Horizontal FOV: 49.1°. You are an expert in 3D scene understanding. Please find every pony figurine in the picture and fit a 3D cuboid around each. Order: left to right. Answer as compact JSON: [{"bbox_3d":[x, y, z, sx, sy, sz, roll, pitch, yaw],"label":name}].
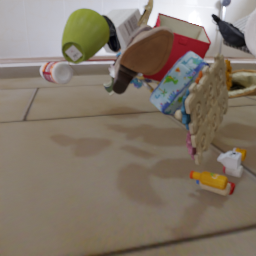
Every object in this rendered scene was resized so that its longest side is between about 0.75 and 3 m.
[{"bbox_3d":[0.344,-2.054,10.059,1.853,1.543,1.789,31,15,-37],"label":"pony figurine"}]

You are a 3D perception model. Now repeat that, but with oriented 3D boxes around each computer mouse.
[{"bbox_3d":[3.025,-2.752,8.256,1.126,0.429,1.627,20,32,-21],"label":"computer mouse"}]

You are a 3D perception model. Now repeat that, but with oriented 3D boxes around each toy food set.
[{"bbox_3d":[2.260,1.067,6.952,0.817,0.867,1.815,12,31,34],"label":"toy food set"}]

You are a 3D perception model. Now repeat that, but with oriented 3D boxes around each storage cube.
[{"bbox_3d":[1.516,-2.519,9.236,1.885,1.695,1.611,15,38,-7],"label":"storage cube"}]

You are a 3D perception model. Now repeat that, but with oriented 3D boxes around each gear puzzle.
[{"bbox_3d":[1.568,-0.648,5.396,0.356,1.410,2.722,5,37,34],"label":"gear puzzle"}]

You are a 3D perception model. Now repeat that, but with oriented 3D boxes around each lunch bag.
[{"bbox_3d":[1.382,-1.064,7.111,0.666,1.616,1.299,45,16,20],"label":"lunch bag"}]

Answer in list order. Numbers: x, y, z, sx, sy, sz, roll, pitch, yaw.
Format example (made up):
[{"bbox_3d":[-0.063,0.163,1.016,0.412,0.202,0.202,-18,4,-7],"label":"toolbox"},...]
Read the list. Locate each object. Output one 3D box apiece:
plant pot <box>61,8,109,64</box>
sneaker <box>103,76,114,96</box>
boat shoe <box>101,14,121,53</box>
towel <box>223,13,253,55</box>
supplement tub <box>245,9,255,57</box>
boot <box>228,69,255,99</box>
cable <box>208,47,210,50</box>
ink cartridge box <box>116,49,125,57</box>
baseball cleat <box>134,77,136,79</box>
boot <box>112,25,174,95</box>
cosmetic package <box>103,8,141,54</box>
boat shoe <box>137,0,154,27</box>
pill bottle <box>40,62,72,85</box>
[{"bbox_3d":[-1.350,-2.503,8.075,1.360,1.360,1.454,3,43,10],"label":"plant pot"},{"bbox_3d":[-0.408,-1.750,10.480,1.192,0.535,0.400,-36,20,20],"label":"sneaker"},{"bbox_3d":[-0.671,-3.402,10.153,0.535,1.435,0.447,-18,18,18],"label":"boat shoe"},{"bbox_3d":[4.414,-3.147,9.543,1.651,0.853,1.994,31,50,30],"label":"towel"},{"bbox_3d":[4.225,-2.562,7.267,2.093,1.514,1.514,-19,26,-35],"label":"supplement tub"},{"bbox_3d":[3.354,-1.193,7.449,2.174,0.821,2.483,-17,-2,20],"label":"boot"},{"bbox_3d":[2.707,-3.329,10.860,0.830,1.017,0.258,-11,-21,16],"label":"cable"},{"bbox_3d":[0.322,-1.983,7.839,0.442,0.768,1.326,-29,9,-39],"label":"ink cartridge box"},{"bbox_3d":[-0.046,-2.222,12.688,1.594,0.556,0.849,-6,38,52],"label":"baseball cleat"},{"bbox_3d":[0.304,-1.710,5.983,0.760,2.164,1.582,33,50,-18],"label":"boot"},{"bbox_3d":[-0.298,-4.149,12.113,1.706,1.408,1.406,21,62,44],"label":"cosmetic package"},{"bbox_3d":[0.626,-4.087,9.924,0.322,1.027,0.377,11,17,-20],"label":"boat shoe"},{"bbox_3d":[-2.403,-1.817,9.179,0.698,0.698,1.236,-15,21,-37],"label":"pill bottle"}]
